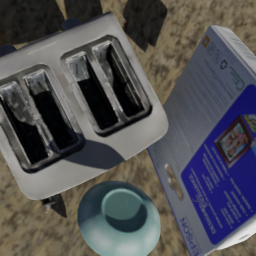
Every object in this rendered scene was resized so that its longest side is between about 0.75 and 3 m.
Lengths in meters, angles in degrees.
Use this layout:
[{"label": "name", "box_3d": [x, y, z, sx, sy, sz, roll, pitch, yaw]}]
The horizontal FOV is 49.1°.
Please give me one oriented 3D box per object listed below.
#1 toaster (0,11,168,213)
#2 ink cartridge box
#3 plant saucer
[{"label": "toaster", "box_3d": [-0.839, -0.226, 4.294, 2.229, 1.462, 2.465, -26, 88, -10]}, {"label": "ink cartridge box", "box_3d": [1.332, 0.277, 4.411, 0.586, 2.701, 2.676, 3, 46, -26]}, {"label": "plant saucer", "box_3d": [-0.061, 0.912, 2.985, 0.936, 0.180, 0.936, 12, 42, -12]}]
